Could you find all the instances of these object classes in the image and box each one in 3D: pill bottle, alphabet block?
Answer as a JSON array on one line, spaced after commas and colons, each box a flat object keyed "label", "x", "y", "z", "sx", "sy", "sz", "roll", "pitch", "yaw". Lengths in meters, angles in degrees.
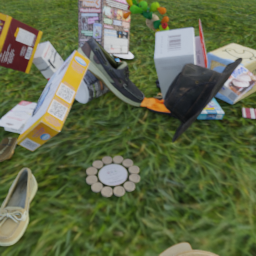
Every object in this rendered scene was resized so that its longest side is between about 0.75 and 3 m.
[{"label": "pill bottle", "x": -1.304, "y": -2.274, "z": 12.942, "sx": 1.430, "sy": 1.430, "sz": 2.692, "roll": 29, "pitch": 46, "yaw": 32}, {"label": "alphabet block", "x": 4.795, "y": -2.519, "z": 12.861, "sx": 1.956, "sy": 1.921, "sz": 1.910, "roll": -27, "pitch": 47, "yaw": -31}]

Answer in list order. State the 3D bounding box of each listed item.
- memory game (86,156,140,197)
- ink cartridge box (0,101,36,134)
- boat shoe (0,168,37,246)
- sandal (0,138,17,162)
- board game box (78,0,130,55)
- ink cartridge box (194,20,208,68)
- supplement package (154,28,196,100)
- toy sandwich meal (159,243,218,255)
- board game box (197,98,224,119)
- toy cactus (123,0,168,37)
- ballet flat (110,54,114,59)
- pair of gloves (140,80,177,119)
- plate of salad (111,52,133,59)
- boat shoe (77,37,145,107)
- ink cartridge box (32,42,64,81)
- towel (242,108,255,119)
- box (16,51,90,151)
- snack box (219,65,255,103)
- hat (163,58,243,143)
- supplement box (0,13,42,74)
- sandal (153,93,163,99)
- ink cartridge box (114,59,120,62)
[{"label": "memory game", "x": -0.485, "y": 1.532, "z": 9.067, "sx": 1.773, "sy": 0.113, "sz": 1.773, "roll": 1, "pitch": 37, "yaw": 0}, {"label": "ink cartridge box", "x": -4.201, "y": -0.321, "z": 11.081, "sx": 1.021, "sy": 0.592, "sz": 1.753, "roll": 11, "pitch": 37, "yaw": 14}, {"label": "boat shoe", "x": -3.120, "y": 2.129, "z": 7.797, "sx": 0.816, "sy": 0.704, "sz": 2.238, "roll": 3, "pitch": 38, "yaw": 4}, {"label": "sandal", "x": -4.313, "y": 0.827, "z": 9.780, "sx": 0.659, "sy": 0.443, "sz": 1.640, "roll": 5, "pitch": 23, "yaw": -3}, {"label": "board game box", "x": -0.972, "y": -4.452, "z": 11.790, "sx": 1.267, "sy": 2.617, "sz": 2.086, "roll": 11, "pitch": 17, "yaw": 29}, {"label": "ink cartridge box", "x": 2.635, "y": -2.624, "z": 10.478, "sx": 0.451, "sy": 1.796, "sz": 2.069, "roll": -8, "pitch": 62, "yaw": 14}, {"label": "supplement package", "x": 1.589, "y": -1.992, "z": 9.105, "sx": 1.192, "sy": 2.033, "sz": 1.188, "roll": -3, "pitch": 57, "yaw": 14}, {"label": "toy sandwich meal", "x": 1.428, "y": 3.681, "z": 5.718, "sx": 2.540, "sy": 0.870, "sz": 2.540, "roll": -1, "pitch": 42, "yaw": 1}, {"label": "board game box", "x": 3.255, "y": -0.938, "z": 11.901, "sx": 1.080, "sy": 0.336, "sz": 1.431, "roll": -1, "pitch": 42, "yaw": -13}, {"label": "toy cactus", "x": 0.744, "y": -3.954, "z": 10.194, "sx": 2.139, "sy": 1.094, "sz": 1.765, "roll": 38, "pitch": 9, "yaw": 20}, {"label": "ballet flat", "x": -1.220, "y": -3.729, "z": 15.350, "sx": 0.724, "sy": 0.745, "sz": 2.093, "roll": -12, "pitch": 36, "yaw": 12}, {"label": "pair of gloves", "x": 2.009, "y": -1.402, "z": 12.691, "sx": 2.596, "sy": 0.360, "sz": 2.914, "roll": 20, "pitch": 41, "yaw": 24}, {"label": "plate of salad", "x": -0.545, "y": -4.351, "z": 16.369, "sx": 1.738, "sy": 0.418, "sz": 1.738, "roll": 15, "pitch": 31, "yaw": -9}, {"label": "boat shoe", "x": -0.422, "y": -1.906, "z": 9.774, "sx": 2.981, "sy": 0.980, "sz": 1.065, "roll": 38, "pitch": 27, "yaw": -20}, {"label": "ink cartridge box", "x": -3.000, "y": -2.481, "z": 10.668, "sx": 0.529, "sy": 1.263, "sz": 0.912, "roll": -10, "pitch": 50, "yaw": 23}, {"label": "towel", "x": 5.309, "y": -0.580, "z": 11.830, "sx": 0.921, "sy": 0.105, "sz": 0.664, "roll": 7, "pitch": 40, "yaw": 11}, {"label": "box", "x": -1.978, "y": -0.861, "z": 7.744, "sx": 0.589, "sy": 1.690, "sz": 2.840, "roll": 35, "pitch": 51, "yaw": -24}, {"label": "snack box", "x": 3.793, "y": -1.597, "z": 9.741, "sx": 0.919, "sy": 0.311, "sz": 2.558, "roll": 42, "pitch": 40, "yaw": 16}, {"label": "hat", "x": 1.743, "y": -1.043, "z": 7.799, "sx": 1.176, "sy": 2.916, "sz": 2.916, "roll": 38, "pitch": 47, "yaw": 7}, {"label": "supplement box", "x": -3.907, "y": -2.760, "z": 9.077, "sx": 1.029, "sy": 1.529, "sz": 1.550, "roll": 26, "pitch": 9, "yaw": 21}, {"label": "sandal", "x": 1.504, "y": -1.481, "z": 12.787, "sx": 0.838, "sy": 0.226, "sz": 0.337, "roll": -12, "pitch": 14, "yaw": -24}, {"label": "ink cartridge box", "x": -0.682, "y": -2.357, "z": 11.753, "sx": 0.592, "sy": 0.608, "sz": 0.946, "roll": -3, "pitch": 43, "yaw": 24}]
